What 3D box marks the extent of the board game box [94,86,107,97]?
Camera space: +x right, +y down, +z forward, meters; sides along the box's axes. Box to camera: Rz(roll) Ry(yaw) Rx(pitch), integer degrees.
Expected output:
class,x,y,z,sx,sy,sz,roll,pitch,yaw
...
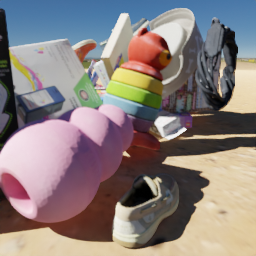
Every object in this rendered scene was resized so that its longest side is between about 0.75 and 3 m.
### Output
class,x,y,z,sx,sy,sz,roll,pitch,yaw
board game box,-0.732,-1.460,12.748,1.827,0.559,2.412,3,15,1

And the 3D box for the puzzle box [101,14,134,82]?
class,x,y,z,sx,sy,sz,roll,pitch,yaw
puzzle box,-0.214,-2.077,7.629,0.226,1.183,1.778,7,57,18

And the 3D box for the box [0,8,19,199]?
class,x,y,z,sx,sy,sz,roll,pitch,yaw
box,-2.896,-0.269,3.955,2.018,2.717,1.689,9,17,30

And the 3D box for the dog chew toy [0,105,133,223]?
class,x,y,z,sx,sy,sz,roll,pitch,yaw
dog chew toy,-0.661,0.310,3.839,1.276,1.276,2.049,11,31,35

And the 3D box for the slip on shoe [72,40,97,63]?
class,x,y,z,sx,sy,sz,roll,pitch,yaw
slip on shoe,-1.602,-2.101,8.424,1.892,0.579,0.701,-45,12,-37

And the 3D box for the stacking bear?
class,x,y,z,sx,sy,sz,roll,pitch,yaw
stacking bear,0.226,-0.881,6.000,1.418,2.335,1.328,12,8,-45

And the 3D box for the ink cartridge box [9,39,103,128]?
class,x,y,z,sx,sy,sz,roll,pitch,yaw
ink cartridge box,-2.142,-0.683,6.099,2.635,1.915,1.153,-25,-6,-38

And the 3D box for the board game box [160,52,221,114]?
class,x,y,z,sx,sy,sz,roll,pitch,yaw
board game box,1.593,-1.497,8.849,2.350,1.873,1.138,-6,16,-24

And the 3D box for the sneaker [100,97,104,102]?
class,x,y,z,sx,sy,sz,roll,pitch,yaw
sneaker,-0.684,-0.459,8.016,0.786,0.692,1.762,18,34,27

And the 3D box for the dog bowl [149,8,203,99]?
class,x,y,z,sx,sy,sz,roll,pitch,yaw
dog bowl,0.822,-1.953,7.942,0.852,2.904,2.904,38,-7,-31

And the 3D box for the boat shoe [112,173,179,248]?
class,x,y,z,sx,sy,sz,roll,pitch,yaw
boat shoe,0.301,0.908,3.786,0.597,0.537,1.654,7,16,26

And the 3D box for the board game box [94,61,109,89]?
class,x,y,z,sx,sy,sz,roll,pitch,yaw
board game box,-0.199,-2.192,9.799,1.712,0.898,0.882,-23,17,11

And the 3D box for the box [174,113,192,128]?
class,x,y,z,sx,sy,sz,roll,pitch,yaw
box,0.944,-0.345,8.942,1.936,0.379,1.325,0,15,-1

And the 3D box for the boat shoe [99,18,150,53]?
class,x,y,z,sx,sy,sz,roll,pitch,yaw
boat shoe,-0.183,-3.145,9.484,2.109,0.652,0.790,-24,12,46

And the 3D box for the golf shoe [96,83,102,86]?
class,x,y,z,sx,sy,sz,roll,pitch,yaw
golf shoe,-2.328,-2.236,15.796,1.789,0.690,0.788,6,23,25

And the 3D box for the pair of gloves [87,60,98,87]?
class,x,y,z,sx,sy,sz,roll,pitch,yaw
pair of gloves,-1.722,-2.099,12.841,0.233,1.645,2.046,21,-9,5

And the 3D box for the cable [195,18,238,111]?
class,x,y,z,sx,sy,sz,roll,pitch,yaw
cable,2.003,-1.291,6.200,0.496,1.952,1.593,3,-12,34

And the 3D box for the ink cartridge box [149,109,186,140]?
class,x,y,z,sx,sy,sz,roll,pitch,yaw
ink cartridge box,0.975,-0.125,7.606,0.628,0.362,1.084,-30,33,-24
